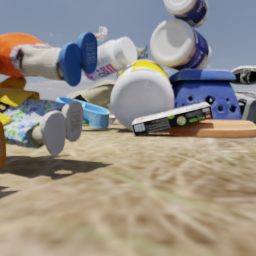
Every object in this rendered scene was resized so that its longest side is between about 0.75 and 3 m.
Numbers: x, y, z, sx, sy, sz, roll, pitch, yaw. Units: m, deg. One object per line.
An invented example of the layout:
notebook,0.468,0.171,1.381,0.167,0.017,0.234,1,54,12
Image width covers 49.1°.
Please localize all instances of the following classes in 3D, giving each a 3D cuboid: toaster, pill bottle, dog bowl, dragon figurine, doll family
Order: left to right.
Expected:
doll family,-1.520,-0.020,2.148,1.721,1.249,2.772,9,24,24
dog bowl,-1.308,-0.455,7.972,1.690,0.419,0.942,16,15,-8
pill bottle,-0.585,-2.021,8.267,1.584,0.898,0.898,-15,-6,36
dragon figurine,0.241,-2.449,9.563,0.852,0.504,1.714,8,-13,12
pill bottle,0.436,-1.100,8.307,1.627,1.627,2.978,0,21,4
pill bottle,1.787,-2.470,8.901,1.344,1.344,2.322,2,3,33
pill bottle,1.789,-3.561,8.244,0.956,0.956,1.722,2,1,30
toaster,4.883,-0.796,11.282,1.815,1.077,1.641,-2,20,-21

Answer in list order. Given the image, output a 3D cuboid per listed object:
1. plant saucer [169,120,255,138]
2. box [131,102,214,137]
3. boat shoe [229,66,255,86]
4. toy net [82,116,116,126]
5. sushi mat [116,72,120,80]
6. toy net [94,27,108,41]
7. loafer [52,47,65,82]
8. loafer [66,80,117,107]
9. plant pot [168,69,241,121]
plant saucer,2.039,-0.006,6.730,2.086,0.337,2.086,-1,3,0
box,0.974,-0.209,6.315,1.700,0.295,0.936,-13,7,10
boat shoe,3.664,-1.577,8.514,0.505,0.560,1.585,-29,18,-34
toy net,-1.424,-0.306,11.842,2.265,0.437,1.188,0,0,-41
sushi mat,-0.165,-1.218,11.299,0.122,2.011,0.962,-17,32,-5
toy net,-1.048,-2.691,8.751,1.243,0.652,0.240,-36,49,-22
loafer,-1.915,-1.722,7.796,0.365,1.043,0.364,-38,17,-35
loafer,-1.541,-1.295,12.544,2.885,1.092,0.985,-17,29,16
plant pot,2.221,-0.870,8.895,2.032,1.826,2.031,0,3,-5
